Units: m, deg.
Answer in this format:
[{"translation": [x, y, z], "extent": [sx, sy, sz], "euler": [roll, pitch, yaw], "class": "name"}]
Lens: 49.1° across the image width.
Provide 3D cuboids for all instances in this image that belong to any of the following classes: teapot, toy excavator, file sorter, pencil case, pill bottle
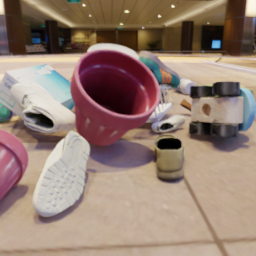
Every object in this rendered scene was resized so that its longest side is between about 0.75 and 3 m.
[{"translation": [-0.621, -2.194, 10.921], "extent": [2.203, 1.609, 2.175], "euler": [24, 37, 19], "class": "teapot"}, {"translation": [3.131, -0.537, 8.795], "extent": [2.941, 1.469, 2.859], "euler": [-1, 3, -27], "class": "toy excavator"}, {"translation": [0.523, -1.046, 9.894], "extent": [1.473, 1.322, 2.123], "euler": [-6, 15, 23], "class": "file sorter"}, {"translation": [-4.878, -0.516, 9.433], "extent": [1.762, 0.814, 0.750], "euler": [-12, 32, -34], "class": "pencil case"}, {"translation": [2.923, -2.204, 14.743], "extent": [0.752, 0.752, 1.300], "euler": [-7, 20, -20], "class": "pill bottle"}]

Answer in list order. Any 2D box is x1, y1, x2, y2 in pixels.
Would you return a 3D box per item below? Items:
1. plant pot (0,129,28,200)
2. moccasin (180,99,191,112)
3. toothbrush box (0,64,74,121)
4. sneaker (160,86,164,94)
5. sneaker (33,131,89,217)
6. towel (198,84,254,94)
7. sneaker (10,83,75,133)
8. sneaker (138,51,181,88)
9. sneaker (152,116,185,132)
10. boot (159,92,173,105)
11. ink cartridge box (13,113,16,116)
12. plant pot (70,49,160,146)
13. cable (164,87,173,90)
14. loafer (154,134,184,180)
[{"translation": [-2.571, 0.827, 4.899], "extent": [1.328, 1.328, 1.188], "euler": [0, 34, -1], "class": "plant pot"}, {"translation": [2.443, -0.774, 10.583], "extent": [0.960, 0.371, 0.351], "euler": [34, -3, 20], "class": "moccasin"}, {"translation": [-2.991, -1.176, 9.794], "extent": [1.844, 1.074, 2.519], "euler": [37, 22, -1], "class": "toothbrush box"}, {"translation": [0.643, -2.342, 12.675], "extent": [2.781, 1.063, 1.120], "euler": [31, 68, 37], "class": "sneaker"}, {"translation": [-1.337, 0.934, 5.381], "extent": [0.823, 0.781, 2.045], "euler": [-34, 20, 24], "class": "sneaker"}, {"translation": [4.859, -1.878, 14.227], "extent": [2.531, 0.462, 1.878], "euler": [-6, 20, -21], "class": "towel"}, {"translation": [-2.617, -0.617, 7.748], "extent": [2.269, 0.836, 1.311], "euler": [30, 12, 11], "class": "sneaker"}, {"translation": [0.891, -1.539, 8.572], "extent": [0.705, 0.789, 1.975], "euler": [17, -5, 44], "class": "sneaker"}, {"translation": [1.349, -0.079, 8.817], "extent": [1.193, 0.436, 0.422], "euler": [-19, 19, -20], "class": "sneaker"}, {"translation": [1.235, -1.262, 12.224], "extent": [1.184, 0.515, 1.424], "euler": [-1, 22, -8], "class": "boot"}, {"translation": [-5.705, -1.077, 11.118], "extent": [2.679, 0.764, 2.178], "euler": [-1, 19, -13], "class": "ink cartridge box"}, {"translation": [-0.514, -0.590, 7.264], "extent": [2.153, 1.927, 2.153], "euler": [11, 53, -16], "class": "plant pot"}, {"translation": [1.993, -2.536, 16.163], "extent": [1.416, 0.490, 1.416], "euler": [-10, 21, -28], "class": "cable"}, {"translation": [0.993, 0.502, 6.580], "extent": [0.769, 0.682, 2.022], "euler": [1, 18, 2], "class": "loafer"}]
